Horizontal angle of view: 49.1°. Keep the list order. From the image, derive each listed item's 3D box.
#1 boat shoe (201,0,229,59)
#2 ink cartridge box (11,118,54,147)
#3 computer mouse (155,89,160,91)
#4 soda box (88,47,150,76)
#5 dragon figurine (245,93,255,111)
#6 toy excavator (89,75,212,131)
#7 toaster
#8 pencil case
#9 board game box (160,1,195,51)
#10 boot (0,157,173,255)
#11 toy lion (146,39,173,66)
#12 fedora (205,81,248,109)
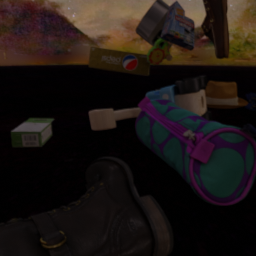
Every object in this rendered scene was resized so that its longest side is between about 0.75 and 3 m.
[{"bbox_3d":[2.783,-3.323,8.987,0.866,2.463,0.867,-4,-16,20],"label":"boat shoe"},{"bbox_3d":[-2.349,0.096,7.064,0.691,0.395,1.331,0,15,-1],"label":"ink cartridge box"},{"bbox_3d":[1.641,-1.322,12.021,1.441,0.577,2.628,9,11,13],"label":"computer mouse"},{"bbox_3d":[-0.271,-2.213,9.395,2.014,0.682,0.645,8,10,0],"label":"soda box"},{"bbox_3d":[5.220,-0.772,9.602,1.233,0.730,2.481,-7,16,-25],"label":"dragon figurine"},{"bbox_3d":[0.704,-0.484,7.916,2.848,1.422,2.769,-7,9,26],"label":"toy excavator"},{"bbox_3d":[1.285,-3.917,10.830,1.719,1.555,1.020,19,26,-46],"label":"toaster"},{"bbox_3d":[1.027,0.206,5.045,1.185,1.287,2.786,-45,21,-1],"label":"pencil case"},{"bbox_3d":[1.115,-2.207,5.989,0.857,0.856,0.264,11,-14,-29],"label":"board game box"},{"bbox_3d":[-0.699,1.000,3.186,1.813,0.721,2.083,-7,19,-26],"label":"boot"},{"bbox_3d":[0.989,-2.392,8.791,0.826,0.862,0.296,-11,43,-14],"label":"toy lion"},{"bbox_3d":[3.839,-1.444,11.616,2.359,0.962,2.359,0,16,0],"label":"fedora"}]
